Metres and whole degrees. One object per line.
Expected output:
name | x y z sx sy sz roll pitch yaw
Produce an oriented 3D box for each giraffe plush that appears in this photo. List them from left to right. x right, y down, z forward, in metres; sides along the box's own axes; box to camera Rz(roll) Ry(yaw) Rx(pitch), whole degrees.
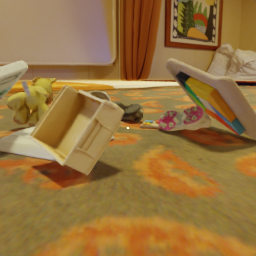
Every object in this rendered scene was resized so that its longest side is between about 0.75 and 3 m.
giraffe plush | -2.875 -0.996 8.845 1.431 1.658 1.345 12 34 0

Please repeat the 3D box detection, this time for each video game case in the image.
video game case | -3.557 -0.538 6.144 2.133 0.278 2.343 -32 8 35

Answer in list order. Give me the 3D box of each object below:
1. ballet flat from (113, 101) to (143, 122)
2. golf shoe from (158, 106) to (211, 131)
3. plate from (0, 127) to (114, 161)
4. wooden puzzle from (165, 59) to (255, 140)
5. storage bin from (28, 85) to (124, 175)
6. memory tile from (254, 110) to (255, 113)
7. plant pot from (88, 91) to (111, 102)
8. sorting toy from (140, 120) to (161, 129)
ballet flat | -0.206 -0.576 10.565 0.826 0.568 2.452 -47 29 -22
golf shoe | 1.620 -0.150 8.143 0.788 0.649 1.722 26 -19 -33
plate | -1.803 0.232 7.027 2.228 0.361 2.233 5 13 25
wooden puzzle | 2.257 -0.747 7.612 2.423 0.488 2.619 43 0 -31
storage bin | -0.948 -0.039 5.140 1.339 1.329 0.627 25 -10 45
memory tile | 4.504 -0.595 11.269 1.870 0.205 2.440 -6 14 -26
plant pot | -0.971 -0.532 8.752 0.941 0.941 0.861 0 -27 2
sorting toy | 1.020 -0.131 9.157 1.147 0.169 0.848 2 12 15
